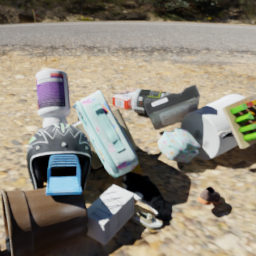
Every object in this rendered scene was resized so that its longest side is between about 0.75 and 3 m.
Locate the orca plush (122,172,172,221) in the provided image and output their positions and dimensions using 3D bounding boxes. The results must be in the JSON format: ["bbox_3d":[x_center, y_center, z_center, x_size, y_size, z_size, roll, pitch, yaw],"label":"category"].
[{"bbox_3d":[0.442,1.778,8.090,1.110,0.750,2.110,-8,28,-15],"label":"orca plush"}]

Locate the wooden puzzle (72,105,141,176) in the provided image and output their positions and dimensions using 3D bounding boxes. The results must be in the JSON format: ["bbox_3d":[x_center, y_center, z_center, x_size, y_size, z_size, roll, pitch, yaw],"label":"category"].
[{"bbox_3d":[-0.741,0.370,9.468,1.857,2.753,0.322,-17,-7,-17],"label":"wooden puzzle"}]

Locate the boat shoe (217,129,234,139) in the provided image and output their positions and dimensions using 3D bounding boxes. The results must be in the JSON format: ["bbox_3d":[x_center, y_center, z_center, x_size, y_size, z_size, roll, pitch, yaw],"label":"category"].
[{"bbox_3d":[3.268,0.209,8.929,0.798,0.290,0.250,-12,29,-11],"label":"boat shoe"}]

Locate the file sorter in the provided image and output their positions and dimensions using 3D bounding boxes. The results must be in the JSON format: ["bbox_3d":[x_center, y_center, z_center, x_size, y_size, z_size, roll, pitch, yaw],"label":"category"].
[{"bbox_3d":[-1.533,1.095,6.703,0.770,0.680,1.109,2,6,-14],"label":"file sorter"}]

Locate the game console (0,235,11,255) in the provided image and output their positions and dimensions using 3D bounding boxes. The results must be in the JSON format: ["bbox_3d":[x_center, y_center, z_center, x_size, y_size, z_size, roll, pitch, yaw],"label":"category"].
[{"bbox_3d":[-2.743,2.757,6.500,1.533,0.185,0.904,-7,51,-30],"label":"game console"}]

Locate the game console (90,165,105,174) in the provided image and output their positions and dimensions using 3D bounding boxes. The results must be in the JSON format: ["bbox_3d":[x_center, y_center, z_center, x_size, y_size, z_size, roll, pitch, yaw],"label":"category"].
[{"bbox_3d":[-1.022,0.698,10.139,1.860,1.636,1.083,-20,-12,-20],"label":"game console"}]

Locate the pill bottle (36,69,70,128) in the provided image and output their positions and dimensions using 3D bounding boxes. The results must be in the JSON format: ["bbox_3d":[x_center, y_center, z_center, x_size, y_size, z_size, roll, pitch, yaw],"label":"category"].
[{"bbox_3d":[-3.085,-1.097,11.614,1.314,2.359,1.314,-6,-10,-1],"label":"pill bottle"}]

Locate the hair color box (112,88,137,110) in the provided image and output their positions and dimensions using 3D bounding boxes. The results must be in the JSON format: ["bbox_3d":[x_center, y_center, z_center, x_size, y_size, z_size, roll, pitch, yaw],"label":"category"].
[{"bbox_3d":[0.065,-1.570,14.707,0.960,0.554,1.732,18,31,31],"label":"hair color box"}]

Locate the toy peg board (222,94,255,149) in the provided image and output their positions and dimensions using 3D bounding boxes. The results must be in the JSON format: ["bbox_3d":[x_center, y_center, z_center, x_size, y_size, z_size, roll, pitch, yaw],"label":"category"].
[{"bbox_3d":[3.943,-0.286,8.713,1.423,1.429,0.699,-22,-4,-20],"label":"toy peg board"}]

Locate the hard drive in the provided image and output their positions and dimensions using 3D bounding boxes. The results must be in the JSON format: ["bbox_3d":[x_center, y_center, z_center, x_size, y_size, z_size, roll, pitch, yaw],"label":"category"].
[{"bbox_3d":[1.675,-0.635,10.435,1.870,0.506,2.676,-20,-14,5],"label":"hard drive"}]

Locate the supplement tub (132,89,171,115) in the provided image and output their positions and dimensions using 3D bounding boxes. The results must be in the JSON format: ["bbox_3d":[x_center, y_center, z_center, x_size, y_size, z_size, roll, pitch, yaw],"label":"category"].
[{"bbox_3d":[1.266,-1.159,13.124,1.970,1.207,1.207,10,29,23],"label":"supplement tub"}]

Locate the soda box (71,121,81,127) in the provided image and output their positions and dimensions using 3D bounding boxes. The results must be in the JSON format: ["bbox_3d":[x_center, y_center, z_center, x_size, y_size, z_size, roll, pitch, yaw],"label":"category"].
[{"bbox_3d":[-1.679,-0.148,11.370,1.288,0.410,0.439,-18,17,13],"label":"soda box"}]

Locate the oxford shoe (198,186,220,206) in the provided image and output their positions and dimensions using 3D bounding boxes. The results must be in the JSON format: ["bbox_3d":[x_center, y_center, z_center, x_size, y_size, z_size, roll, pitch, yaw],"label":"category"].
[{"bbox_3d":[2.365,1.870,7.846,0.417,0.425,1.173,27,12,33],"label":"oxford shoe"}]

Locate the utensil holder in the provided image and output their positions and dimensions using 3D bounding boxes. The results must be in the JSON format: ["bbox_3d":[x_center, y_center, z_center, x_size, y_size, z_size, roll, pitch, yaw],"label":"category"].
[{"bbox_3d":[3.335,-0.047,10.380,2.261,1.922,1.922,-20,34,-31],"label":"utensil holder"}]

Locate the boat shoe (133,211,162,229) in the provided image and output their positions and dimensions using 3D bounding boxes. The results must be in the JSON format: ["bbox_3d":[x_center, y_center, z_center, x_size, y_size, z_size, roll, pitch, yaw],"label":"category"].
[{"bbox_3d":[0.522,2.410,7.316,0.777,0.266,0.290,14,21,0],"label":"boat shoe"}]

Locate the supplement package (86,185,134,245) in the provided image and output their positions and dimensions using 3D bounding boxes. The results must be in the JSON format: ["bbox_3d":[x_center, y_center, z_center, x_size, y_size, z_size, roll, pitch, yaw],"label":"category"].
[{"bbox_3d":[-0.488,2.216,7.275,0.711,0.739,1.299,17,31,31],"label":"supplement package"}]

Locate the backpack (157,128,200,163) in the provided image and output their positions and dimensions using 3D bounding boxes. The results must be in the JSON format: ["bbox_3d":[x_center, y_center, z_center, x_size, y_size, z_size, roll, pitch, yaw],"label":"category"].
[{"bbox_3d":[1.707,0.591,9.582,1.297,0.994,1.140,2,44,-37],"label":"backpack"}]

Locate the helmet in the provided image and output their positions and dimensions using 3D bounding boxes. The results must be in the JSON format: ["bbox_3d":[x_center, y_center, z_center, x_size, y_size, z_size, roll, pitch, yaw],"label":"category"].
[{"bbox_3d":[-1.998,0.841,8.211,2.070,1.974,2.070,4,11,-1],"label":"helmet"}]

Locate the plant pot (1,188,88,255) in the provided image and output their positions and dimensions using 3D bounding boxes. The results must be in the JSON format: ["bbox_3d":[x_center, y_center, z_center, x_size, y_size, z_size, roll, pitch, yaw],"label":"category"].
[{"bbox_3d":[-1.950,2.139,6.580,1.721,1.738,1.738,-7,28,-28],"label":"plant pot"}]

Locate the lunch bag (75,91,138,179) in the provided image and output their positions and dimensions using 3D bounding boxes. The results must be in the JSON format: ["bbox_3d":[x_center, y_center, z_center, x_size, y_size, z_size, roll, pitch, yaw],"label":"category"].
[{"bbox_3d":[-0.675,0.221,8.266,0.975,2.529,2.028,-30,-9,-7],"label":"lunch bag"}]
